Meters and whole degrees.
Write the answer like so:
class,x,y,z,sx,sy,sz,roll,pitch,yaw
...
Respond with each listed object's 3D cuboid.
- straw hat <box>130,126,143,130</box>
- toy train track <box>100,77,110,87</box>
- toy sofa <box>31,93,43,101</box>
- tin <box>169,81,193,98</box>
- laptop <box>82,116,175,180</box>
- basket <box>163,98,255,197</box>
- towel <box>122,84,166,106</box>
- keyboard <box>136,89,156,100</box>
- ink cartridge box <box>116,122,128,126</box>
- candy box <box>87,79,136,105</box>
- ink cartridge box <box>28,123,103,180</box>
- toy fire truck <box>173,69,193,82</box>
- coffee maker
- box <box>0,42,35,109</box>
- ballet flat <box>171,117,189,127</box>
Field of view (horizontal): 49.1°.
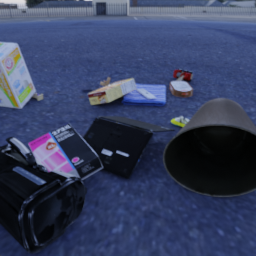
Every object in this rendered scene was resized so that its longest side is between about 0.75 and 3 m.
class,x,y,z,sx,sy,sz,roll,pitch,yaw
straw hat,-0.006,0.510,8.763,1.293,0.547,1.293,-11,33,7
toy train track,-0.839,-2.076,13.776,1.301,0.746,0.212,8,15,-37
toy sofa,-4.356,-1.552,13.130,0.760,0.371,0.315,17,31,32
tin,2.624,-1.973,14.028,0.998,0.373,1.782,-6,27,-2
laptop,-0.115,0.469,8.900,2.200,1.282,2.483,15,63,32
basket,2.542,0.303,7.810,2.551,1.924,2.829,-2,21,22
towel,0.825,-1.670,13.425,1.954,0.322,2.699,4,27,6
keyboard,0.831,-1.620,13.245,0.417,0.079,1.483,-5,26,-21
ink cartridge box,-0.165,-0.013,10.061,0.596,0.349,0.825,9,28,17
candy box,-0.692,-1.644,12.643,1.168,0.560,2.024,-3,21,41
ink cartridge box,-2.010,0.653,8.217,1.411,0.553,2.980,-29,33,-17
toy fire truck,2.833,-2.792,15.404,1.018,0.744,1.157,25,25,39
coffee maker,-2.449,1.537,5.987,2.362,1.591,2.268,19,54,35
box,-5.092,-2.179,11.780,1.226,2.418,1.360,7,45,14
ballet flat,2.049,-0.201,10.403,0.384,0.385,1.148,-17,31,-30
